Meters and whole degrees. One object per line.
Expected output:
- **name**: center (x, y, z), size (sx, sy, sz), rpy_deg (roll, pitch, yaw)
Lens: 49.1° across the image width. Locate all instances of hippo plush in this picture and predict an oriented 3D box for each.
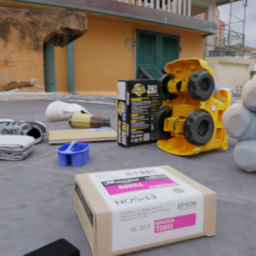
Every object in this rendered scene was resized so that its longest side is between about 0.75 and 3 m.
- **hippo plush**: center (3.945, -0.245, 6.305), size (2.979, 2.373, 2.395), rpy_deg (8, 21, 44)

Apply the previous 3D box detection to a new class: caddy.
- **caddy**: center (-1.411, 0.628, 7.258), size (0.743, 0.552, 1.051), rpy_deg (2, 10, 7)

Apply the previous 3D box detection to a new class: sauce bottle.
- **sauce bottle**: center (-1.616, -0.262, 12.233), size (1.990, 0.644, 0.644), rpy_deg (6, 11, 18)

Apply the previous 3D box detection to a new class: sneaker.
- **sneaker**: center (-3.105, -0.821, 14.802), size (1.151, 0.979, 2.601), rpy_deg (19, 17, 30)
- **sneaker**: center (-3.694, 0.145, 9.295), size (2.063, 0.779, 1.174), rpy_deg (-2, 8, -26)

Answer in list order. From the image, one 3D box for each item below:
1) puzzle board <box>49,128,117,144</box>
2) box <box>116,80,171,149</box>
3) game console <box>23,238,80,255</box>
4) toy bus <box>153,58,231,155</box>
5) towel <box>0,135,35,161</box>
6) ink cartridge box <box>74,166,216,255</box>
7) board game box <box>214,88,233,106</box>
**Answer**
- **puzzle board**: center (-1.624, 0.296, 10.212), size (2.446, 0.213, 1.843), rpy_deg (-2, 9, -15)
- **box**: center (0.903, -0.557, 9.405), size (2.689, 2.147, 0.664), rpy_deg (-7, 12, -32)
- **game console**: center (-0.703, 1.570, 3.077), size (1.069, 0.129, 0.631), rpy_deg (10, 14, 44)
- **toy bus**: center (2.281, -0.574, 8.461), size (2.555, 2.661, 1.806), rpy_deg (1, 5, -29)
- **towel**: center (-3.314, 0.567, 7.805), size (1.200, 0.513, 0.993), rpy_deg (2, 11, -1)
- **ink cartridge box**: center (0.174, 1.113, 4.166), size (1.738, 0.653, 1.432), rpy_deg (-3, 9, -21)
- **board game box**: center (2.832, -0.447, 9.699), size (1.369, 1.810, 0.331), rpy_deg (-3, 20, -14)
